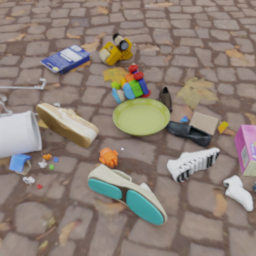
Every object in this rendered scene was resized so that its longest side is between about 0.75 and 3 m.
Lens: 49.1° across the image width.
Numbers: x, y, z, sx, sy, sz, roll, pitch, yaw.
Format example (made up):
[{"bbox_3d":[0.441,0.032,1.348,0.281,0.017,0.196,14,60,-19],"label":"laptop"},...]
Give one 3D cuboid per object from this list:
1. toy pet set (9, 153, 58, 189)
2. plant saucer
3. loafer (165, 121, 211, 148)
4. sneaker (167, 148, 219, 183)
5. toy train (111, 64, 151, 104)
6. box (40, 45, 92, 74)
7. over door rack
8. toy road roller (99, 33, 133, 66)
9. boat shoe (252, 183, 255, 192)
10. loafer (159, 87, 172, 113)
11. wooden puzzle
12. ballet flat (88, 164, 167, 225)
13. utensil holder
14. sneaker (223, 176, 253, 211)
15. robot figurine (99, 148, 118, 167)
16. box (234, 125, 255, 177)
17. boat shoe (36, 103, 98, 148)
[{"bbox_3d":[-3.436,1.297,10.048,1.288,0.733,1.380,13,48,11],"label":"toy pet set"},{"bbox_3d":[0.546,-0.406,11.744,2.362,0.367,2.362,-1,42,1],"label":"plant saucer"},{"bbox_3d":[2.397,0.122,11.161,1.902,0.668,0.646,25,53,21],"label":"loafer"},{"bbox_3d":[2.393,1.166,10.203,2.117,0.795,0.858,-21,42,-19],"label":"sneaker"},{"bbox_3d":[-0.110,-2.156,13.125,1.602,1.172,2.769,-25,34,2],"label":"toy train"},{"bbox_3d":[-3.259,-3.564,14.735,2.331,0.378,1.412,-35,56,-30],"label":"box"},{"bbox_3d":[-4.709,-1.015,12.135,2.948,0.982,2.178,-14,49,-31],"label":"over door rack"},{"bbox_3d":[-0.526,-3.976,14.849,1.738,1.268,1.068,-43,51,11],"label":"toy road roller"},{"bbox_3d":[4.859,2.234,9.390,1.326,0.410,0.497,24,35,10],"label":"boat shoe"},{"bbox_3d":[1.654,-1.275,12.523,0.566,0.553,1.551,-4,48,-3],"label":"loafer"},{"bbox_3d":[3.178,-0.161,11.765,1.807,0.211,1.219,25,48,21],"label":"wooden puzzle"},{"bbox_3d":[0.060,2.063,9.244,2.995,1.040,1.040,24,52,21],"label":"ballet flat"},{"bbox_3d":[-4.341,0.287,10.442,1.815,1.542,1.542,-12,49,-9],"label":"utensil holder"},{"bbox_3d":[3.639,2.258,9.396,0.659,0.517,1.327,-15,40,-5],"label":"sneaker"},{"bbox_3d":[-0.717,1.083,10.430,0.591,0.479,0.822,-50,56,11],"label":"robot figurine"},{"bbox_3d":[5.142,0.862,10.299,1.952,0.944,1.717,4,48,3],"label":"box"},{"bbox_3d":[-2.444,-0.248,11.345,2.821,1.040,0.976,32,52,15],"label":"boat shoe"}]
